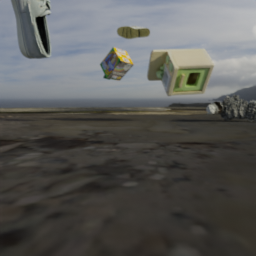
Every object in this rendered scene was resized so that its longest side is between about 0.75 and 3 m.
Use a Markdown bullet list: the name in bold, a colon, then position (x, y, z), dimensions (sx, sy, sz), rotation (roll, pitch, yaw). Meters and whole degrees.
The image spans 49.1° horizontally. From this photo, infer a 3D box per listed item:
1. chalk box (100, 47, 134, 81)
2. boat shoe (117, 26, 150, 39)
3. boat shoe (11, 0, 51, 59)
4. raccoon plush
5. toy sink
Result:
- **chalk box**: position (-0.545, -2.430, 11.176), dimensions (0.782, 0.778, 1.257), rotation (2, -36, -47)
- **boat shoe**: position (0.177, -3.747, 11.025), dimensions (1.311, 0.490, 0.448), rotation (0, 21, -12)
- **boat shoe**: position (-2.514, -3.157, 7.584), dimensions (0.927, 2.602, 0.908), rotation (7, 30, 10)
- **raccoon plush**: position (4.800, -0.629, 12.277), dimensions (2.413, 1.168, 1.617), rotation (-22, 26, -32)
- **toy sink**: position (2.146, -2.318, 11.858), dimensions (2.384, 1.554, 1.335), rotation (-3, 47, -10)
